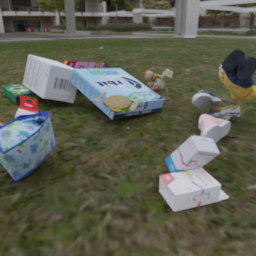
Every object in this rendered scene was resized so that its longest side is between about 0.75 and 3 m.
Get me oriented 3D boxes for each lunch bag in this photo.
[{"bbox_3d":[-2.283,0.339,6.351,1.330,1.131,0.848,-35,60,-29],"label":"lunch bag"}]

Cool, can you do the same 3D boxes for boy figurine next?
[{"bbox_3d":[3.609,-1.426,8.835,1.591,0.825,2.559,38,5,27],"label":"boy figurine"}]

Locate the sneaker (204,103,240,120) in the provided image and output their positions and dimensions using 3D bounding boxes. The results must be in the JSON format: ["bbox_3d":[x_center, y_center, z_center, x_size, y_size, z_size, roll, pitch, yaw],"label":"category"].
[{"bbox_3d":[3.310,-0.452,9.813,1.212,0.534,0.456,-15,24,28],"label":"sneaker"}]

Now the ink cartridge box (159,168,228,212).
[{"bbox_3d":[1.357,1.216,5.752,1.263,0.426,0.736,-7,24,-17],"label":"ink cartridge box"}]

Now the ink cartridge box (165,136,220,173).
[{"bbox_3d":[1.357,0.608,5.971,0.672,0.930,0.393,8,47,-34],"label":"ink cartridge box"}]

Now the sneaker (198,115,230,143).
[{"bbox_3d":[2.353,0.023,8.375,0.861,0.620,1.647,22,24,35],"label":"sneaker"}]

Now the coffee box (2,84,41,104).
[{"bbox_3d":[-4.714,-1.540,12.397,1.161,0.415,1.888,-15,27,-36],"label":"coffee box"}]

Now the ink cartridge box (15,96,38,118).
[{"bbox_3d":[-3.227,-0.431,8.868,0.866,1.076,0.269,14,22,31],"label":"ink cartridge box"}]

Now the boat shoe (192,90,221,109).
[{"bbox_3d":[2.649,-1.025,9.853,1.622,0.585,0.575,5,44,-48],"label":"boat shoe"}]

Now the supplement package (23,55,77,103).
[{"bbox_3d":[-3.202,-2.040,11.556,1.357,1.362,2.322,5,17,-41],"label":"supplement package"}]

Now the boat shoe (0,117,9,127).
[{"bbox_3d":[-4.643,-0.191,8.058,2.902,1.045,0.980,3,43,12],"label":"boat shoe"}]

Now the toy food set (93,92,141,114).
[{"bbox_3d":[-0.325,-0.734,8.585,1.306,0.262,0.901,15,34,16],"label":"toy food set"}]

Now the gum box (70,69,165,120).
[{"bbox_3d":[-0.426,-1.415,10.602,2.377,0.623,2.798,-11,41,-40],"label":"gum box"}]

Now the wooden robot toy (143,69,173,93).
[{"bbox_3d":[0.949,-1.870,10.835,0.821,0.797,1.810,23,-7,-16],"label":"wooden robot toy"}]

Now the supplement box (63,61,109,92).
[{"bbox_3d":[-1.946,-2.379,13.122,2.108,1.163,0.903,4,55,10],"label":"supplement box"}]
